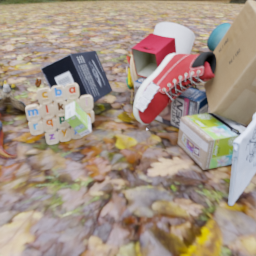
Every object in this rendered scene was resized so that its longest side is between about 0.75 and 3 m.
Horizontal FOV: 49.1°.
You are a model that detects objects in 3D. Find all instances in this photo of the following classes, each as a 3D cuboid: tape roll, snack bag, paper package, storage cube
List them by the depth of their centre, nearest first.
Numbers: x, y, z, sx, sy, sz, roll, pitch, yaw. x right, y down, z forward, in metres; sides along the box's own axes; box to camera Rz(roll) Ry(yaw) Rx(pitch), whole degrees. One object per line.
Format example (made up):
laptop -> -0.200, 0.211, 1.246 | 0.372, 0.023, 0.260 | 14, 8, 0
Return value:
snack bag -> 3.152, 0.581, 7.151 | 0.260, 2.286, 2.425 | 24, 49, 37
paper package -> 3.669, -1.942, 8.445 | 1.472, 2.846, 2.713 | 18, 41, -10
storage cube -> 1.019, -2.681, 10.636 | 1.176, 1.376, 1.237 | 25, 57, 35
tape roll -> 1.828, -3.521, 12.002 | 1.785, 1.225, 1.785 | 19, -2, 1

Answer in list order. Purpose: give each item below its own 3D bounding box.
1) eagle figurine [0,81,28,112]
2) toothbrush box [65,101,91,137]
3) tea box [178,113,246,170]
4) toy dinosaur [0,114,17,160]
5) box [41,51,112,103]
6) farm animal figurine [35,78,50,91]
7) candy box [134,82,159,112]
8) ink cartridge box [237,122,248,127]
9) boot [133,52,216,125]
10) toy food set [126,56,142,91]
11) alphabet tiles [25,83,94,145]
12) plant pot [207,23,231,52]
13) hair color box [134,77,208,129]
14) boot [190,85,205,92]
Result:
eagle figurine -> -4.836, -1.169, 11.263 | 1.543, 1.534, 2.033 | -29, 53, 4
toothbrush box -> -1.579, -0.276, 8.870 | 0.395, 0.918, 0.668 | -26, 44, 14
tea box -> 2.655, 0.340, 8.835 | 1.576, 1.070, 1.602 | -10, 30, -18
toy dinosaur -> -4.947, 0.036, 9.911 | 1.490, 2.837, 2.575 | -38, 8, 4
box -> -1.841, -1.814, 10.782 | 1.321, 1.874, 2.532 | -20, 11, 19
farm animal figurine -> -3.524, -1.874, 13.054 | 1.253, 0.780, 1.552 | 36, 40, 18
candy box -> 0.553, -0.920, 8.474 | 0.319, 0.893, 0.749 | 33, 4, -1
ink cartridge box -> 5.031, -0.573, 10.848 | 1.552, 0.647, 1.127 | -25, 39, -36
boot -> 1.518, -1.262, 8.867 | 2.088, 1.048, 2.895 | 16, 68, 54
toy food set -> 0.455, -2.240, 12.283 | 0.489, 1.991, 2.011 | -11, 61, 24
alphabet tiles -> -2.181, -0.428, 9.177 | 2.139, 2.092, 0.156 | -13, 36, -17
plant pot -> 6.379, -5.321, 17.803 | 1.979, 1.979, 1.859 | -14, 49, -22
hair color box -> 1.566, -0.926, 10.673 | 2.844, 1.422, 0.861 | 25, 42, 35
boot -> 2.834, -1.855, 12.158 | 1.979, 1.490, 0.724 | 1, 31, -4
